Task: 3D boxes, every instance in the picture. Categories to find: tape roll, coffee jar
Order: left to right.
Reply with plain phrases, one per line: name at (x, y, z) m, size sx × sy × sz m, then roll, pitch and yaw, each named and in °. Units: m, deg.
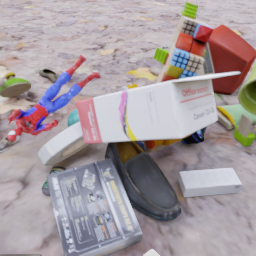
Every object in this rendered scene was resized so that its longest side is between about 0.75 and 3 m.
coffee jar at (-1.761, 1.259, 6.743) m, size 0.397 × 0.325 × 0.762 m, roll 4°, pitch 34°, yaw 5°
tape roll at (-1.346, 0.320, 6.967) m, size 1.841 × 1.841 × 0.336 m, roll -30°, pitch 84°, yaw -36°

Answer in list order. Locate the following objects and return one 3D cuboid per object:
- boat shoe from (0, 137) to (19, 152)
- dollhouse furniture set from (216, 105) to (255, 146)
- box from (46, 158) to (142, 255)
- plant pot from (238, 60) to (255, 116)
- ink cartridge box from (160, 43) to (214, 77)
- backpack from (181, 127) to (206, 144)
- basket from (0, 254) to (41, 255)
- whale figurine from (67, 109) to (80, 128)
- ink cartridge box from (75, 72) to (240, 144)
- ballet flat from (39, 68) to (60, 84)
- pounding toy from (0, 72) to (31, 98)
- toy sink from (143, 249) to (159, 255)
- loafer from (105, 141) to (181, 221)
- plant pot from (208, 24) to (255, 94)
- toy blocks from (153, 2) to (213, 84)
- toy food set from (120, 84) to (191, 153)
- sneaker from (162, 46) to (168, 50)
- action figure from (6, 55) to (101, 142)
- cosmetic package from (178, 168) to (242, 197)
boat shoe at (-3.494, 0.410, 8.043) m, size 0.285 × 0.236 × 0.794 m, roll 20°, pitch 40°, yaw 22°
dollhouse furniture set at (3.739, -0.323, 8.411) m, size 1.331 × 1.028 × 2.663 m, roll -12°, pitch 36°, yaw -17°
box at (-0.746, 1.625, 5.729) m, size 1.477 × 0.451 × 1.865 m, roll -13°, pitch 51°, yaw -18°
plant pot at (3.922, -1.343, 7.451) m, size 1.669 × 1.669 × 1.535 m, roll 13°, pitch 60°, yaw 18°
ink cartridge box at (2.052, -2.316, 10.122) m, size 0.688 × 1.508 × 1.831 m, roll -9°, pitch -4°, yaw -38°
backpack at (1.642, -0.222, 7.885) m, size 0.780 × 1.159 × 1.058 m, roll -15°, pitch 41°, yaw 51°
basket at (-1.972, 2.507, 4.636) m, size 1.053 × 0.716 × 0.949 m, roll -4°, pitch 53°, yaw -14°
whale figurine at (-1.099, -0.334, 8.194) m, size 1.438 × 0.746 × 1.144 m, roll -24°, pitch 5°, yaw 4°
ink cartridge box at (0.606, -0.381, 5.681) m, size 2.967 × 1.001 × 1.728 m, roll -6°, pitch 9°, yaw 40°
ballet flat at (-3.281, -2.277, 11.806) m, size 0.547 × 0.377 × 1.625 m, roll -24°, pitch 41°, yaw -31°
pounding toy at (-4.270, -1.615, 9.983) m, size 1.129 × 0.679 × 1.463 m, roll -28°, pitch -7°, yaw 35°
toy sink at (0.142, 2.732, 4.182) m, size 1.448 × 0.811 × 0.944 m, roll -24°, pitch 41°, yaw -31°
loafer at (0.229, 0.999, 6.540) m, size 0.984 × 0.977 × 2.703 m, roll -21°, pitch 40°, yaw -28°
plant pot at (3.694, -2.494, 10.852) m, size 1.825 × 2.069 × 2.070 m, roll 33°, pitch 45°, yaw 21°
toy blocks at (1.382, -1.689, 7.168) m, size 1.338 × 2.677 × 1.830 m, roll 18°, pitch 26°, yaw -3°
toy food set at (0.349, -0.175, 7.893) m, size 1.256 × 1.333 × 2.792 m, roll -20°, pitch 45°, yaw -26°
sneaker at (2.418, -3.169, 12.946) m, size 2.092 × 0.806 × 0.888 m, roll 35°, pitch 34°, yaw 31°
action figure at (-1.996, -0.634, 7.264) m, size 2.967 × 0.968 × 1.469 m, roll -44°, pitch 20°, yaw -5°
cosmetic package at (1.921, 1.297, 6.669) m, size 1.339 × 0.339 × 0.553 m, roll -3°, pitch 39°, yaw -5°
